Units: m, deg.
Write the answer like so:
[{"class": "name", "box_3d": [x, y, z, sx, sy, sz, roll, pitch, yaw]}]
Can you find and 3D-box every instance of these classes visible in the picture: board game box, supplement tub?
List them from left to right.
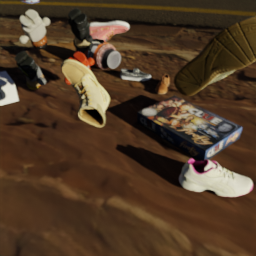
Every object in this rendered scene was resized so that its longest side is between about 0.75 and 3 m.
[{"class": "supplement tub", "box_3d": [-1.412, -3.564, 13.443, 1.241, 1.241, 2.321, -27, 42, -34]}, {"class": "board game box", "box_3d": [1.876, -0.096, 8.933, 1.854, 0.473, 2.736, -26, 42, -34]}]

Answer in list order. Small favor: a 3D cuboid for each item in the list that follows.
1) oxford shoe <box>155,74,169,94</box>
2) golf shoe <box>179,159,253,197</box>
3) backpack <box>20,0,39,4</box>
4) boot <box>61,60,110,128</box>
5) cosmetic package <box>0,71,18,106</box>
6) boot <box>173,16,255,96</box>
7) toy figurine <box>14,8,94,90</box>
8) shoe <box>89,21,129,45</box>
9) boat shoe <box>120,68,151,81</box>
[{"class": "oxford shoe", "box_3d": [1.410, -1.798, 11.495, 0.485, 0.484, 1.359, 10, 37, 12]}, {"class": "golf shoe", "box_3d": [2.144, 1.183, 6.760, 1.756, 0.804, 0.661, 5, 33, 4]}, {"class": "backpack", "box_3d": [-3.469, -4.745, 9.880, 0.808, 0.654, 0.849, 19, 44, 32]}, {"class": "boot", "box_3d": [-0.932, -0.717, 5.863, 0.499, 1.371, 1.066, -30, 30, 21]}, {"class": "cosmetic package", "box_3d": [-5.086, -1.442, 10.618, 1.357, 0.837, 1.361, -19, 38, -26]}, {"class": "boot", "box_3d": [2.299, -1.733, 6.339, 0.854, 2.370, 1.833, 55, 44, -1]}, {"class": "toy figurine", "box_3d": [-2.076, -2.204, 8.206, 2.156, 1.523, 2.190, -3, 74, -3]}, {"class": "shoe", "box_3d": [-0.755, -3.608, 10.737, 1.582, 0.720, 0.565, 0, -11, 4]}, {"class": "boat shoe", "box_3d": [0.327, -2.390, 12.373, 1.370, 0.464, 0.491, 7, 34, 11]}]
